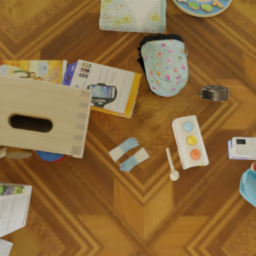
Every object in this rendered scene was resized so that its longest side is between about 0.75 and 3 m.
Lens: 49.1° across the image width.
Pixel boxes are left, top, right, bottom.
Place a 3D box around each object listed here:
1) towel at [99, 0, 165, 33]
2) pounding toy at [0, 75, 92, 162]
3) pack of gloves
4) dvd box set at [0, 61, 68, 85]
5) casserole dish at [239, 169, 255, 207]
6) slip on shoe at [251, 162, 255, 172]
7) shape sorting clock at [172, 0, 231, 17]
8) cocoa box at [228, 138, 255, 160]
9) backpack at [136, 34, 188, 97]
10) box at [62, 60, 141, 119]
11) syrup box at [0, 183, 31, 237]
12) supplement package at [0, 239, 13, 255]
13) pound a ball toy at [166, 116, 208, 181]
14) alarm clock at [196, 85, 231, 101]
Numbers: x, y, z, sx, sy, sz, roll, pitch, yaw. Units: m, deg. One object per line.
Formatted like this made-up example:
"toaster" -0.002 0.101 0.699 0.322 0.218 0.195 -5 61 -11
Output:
"towel" 0.200 -4.393 9.514 2.173 0.611 2.539 2 74 4
"pounding toy" -2.601 0.125 7.182 2.985 2.748 2.122 9 81 -8
"pack of gloves" 0.021 0.793 8.242 0.924 0.182 0.777 -34 87 -6
"dvd box set" -3.029 -1.314 8.726 2.235 0.329 1.636 1 75 0
"casserole dish" 3.525 1.759 7.597 1.453 0.282 0.880 37 53 -13
"slip on shoe" 4.204 1.405 7.862 1.466 0.449 0.543 31 77 4
"shape sorting clock" 2.528 -4.868 9.711 2.283 0.448 2.283 0 74 0
"cocoa box" 3.372 0.600 8.062 0.818 0.536 0.545 2 74 0
"backpack" 1.099 -1.891 8.474 1.531 1.161 1.835 -6 76 -4
"box" -0.854 -1.219 8.588 2.286 0.474 1.361 14 77 7
"syrup box" -3.298 1.846 6.432 1.142 2.900 1.181 7 80 0
"supplement package" -4.036 3.442 6.201 1.383 2.495 1.943 16 74 5
"pound a ball toy" 1.596 0.567 7.986 1.085 0.707 1.665 -10 74 -3
"alarm clock" 2.699 -1.081 8.458 1.182 0.798 0.394 -10 112 -36
